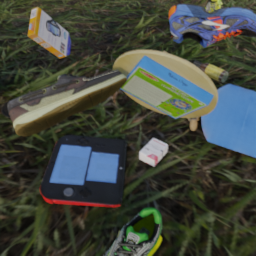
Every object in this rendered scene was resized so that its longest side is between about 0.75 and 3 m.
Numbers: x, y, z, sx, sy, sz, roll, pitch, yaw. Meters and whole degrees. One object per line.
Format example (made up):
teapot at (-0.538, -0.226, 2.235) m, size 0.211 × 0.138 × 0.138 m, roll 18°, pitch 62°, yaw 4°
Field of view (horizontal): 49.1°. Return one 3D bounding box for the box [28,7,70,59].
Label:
box at (-2.244, -2.694, 8.196) m, size 0.304 × 1.464 × 0.872 m, roll -7°, pitch 71°, yaw 26°

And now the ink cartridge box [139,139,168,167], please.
ink cartridge box at (0.845, 0.802, 9.253) m, size 0.620 × 0.350 × 0.846 m, roll 26°, pitch 47°, yaw 27°

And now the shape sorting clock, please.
shape sorting clock at (0.873, -1.002, 6.908) m, size 2.665 × 2.665 × 0.523 m, roll 18°, pitch 73°, yaw 20°

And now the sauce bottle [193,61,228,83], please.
sauce bottle at (3.845, -2.717, 13.231) m, size 0.573 × 0.573 × 1.770 m, roll -29°, pitch 49°, yaw -30°

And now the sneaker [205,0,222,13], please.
sneaker at (2.694, -3.917, 8.609) m, size 0.453 × 0.447 × 1.186 m, roll 24°, pitch 0°, yaw 7°

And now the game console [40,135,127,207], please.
game console at (-1.283, 1.229, 8.714) m, size 2.360 × 0.414 × 2.668 m, roll 2°, pitch 41°, yaw 3°

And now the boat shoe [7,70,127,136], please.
boat shoe at (-1.276, -0.750, 5.985) m, size 2.620 × 0.936 × 0.861 m, roll -29°, pitch 82°, yaw -17°

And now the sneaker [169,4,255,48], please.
sneaker at (2.495, -2.834, 8.156) m, size 2.717 × 1.066 × 1.023 m, roll 8°, pitch -2°, yaw 12°

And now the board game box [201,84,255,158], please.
board game box at (3.994, -0.188, 9.777) m, size 2.871 × 0.559 × 2.268 m, roll 19°, pitch 77°, yaw 11°

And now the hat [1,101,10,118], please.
hat at (-4.199, -0.553, 10.755) m, size 1.214 × 0.490 × 1.214 m, roll 10°, pitch 43°, yaw -9°

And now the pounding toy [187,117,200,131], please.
pounding toy at (2.769, -0.868, 10.619) m, size 1.135 × 1.132 × 1.979 m, roll 20°, pitch 44°, yaw 22°

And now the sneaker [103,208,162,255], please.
sneaker at (-0.116, 2.835, 6.254) m, size 1.050 × 1.146 × 2.691 m, roll 22°, pitch 46°, yaw 23°
